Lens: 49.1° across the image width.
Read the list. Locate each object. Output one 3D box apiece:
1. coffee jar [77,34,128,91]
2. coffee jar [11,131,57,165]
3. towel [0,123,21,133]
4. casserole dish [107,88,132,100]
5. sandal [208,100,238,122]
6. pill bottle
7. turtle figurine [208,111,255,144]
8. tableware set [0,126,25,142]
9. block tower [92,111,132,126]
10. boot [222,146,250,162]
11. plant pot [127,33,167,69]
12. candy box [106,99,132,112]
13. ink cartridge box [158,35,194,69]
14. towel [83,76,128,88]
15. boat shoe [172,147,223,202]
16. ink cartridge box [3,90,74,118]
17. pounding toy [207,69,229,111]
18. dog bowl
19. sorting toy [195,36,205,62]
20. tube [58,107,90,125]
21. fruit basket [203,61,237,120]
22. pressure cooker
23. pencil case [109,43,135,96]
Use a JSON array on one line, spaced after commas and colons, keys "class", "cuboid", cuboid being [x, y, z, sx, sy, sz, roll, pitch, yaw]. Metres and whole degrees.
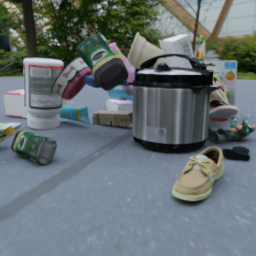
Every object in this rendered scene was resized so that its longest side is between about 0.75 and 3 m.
[{"class": "coffee jar", "cuboid": [-0.753, -1.933, 8.240, 0.980, 0.802, 1.880, -33, 51, 2]}, {"class": "coffee jar", "cuboid": [-2.601, 0.504, 7.642, 1.380, 0.720, 0.589, 13, -10, 39]}, {"class": "towel", "cuboid": [-5.043, 0.040, 10.745, 1.534, 0.235, 1.144, -2, 12, 0]}, {"class": "casserole dish", "cuboid": [0.121, -1.818, 15.032, 2.701, 0.524, 1.636, 5, 12, 17]}, {"class": "sandal", "cuboid": [3.111, -0.650, 9.479, 0.875, 0.654, 2.283, 9, -8, -3]}, {"class": "pill bottle", "cuboid": [-3.343, -1.357, 11.088, 1.482, 2.602, 1.482, 5, 17, -1]}, {"class": "turtle figurine", "cuboid": [3.629, 0.019, 9.382, 1.736, 0.874, 1.299, -17, 1, -5]}, {"class": "tableware set", "cuboid": [-3.920, 0.451, 7.665, 1.386, 0.316, 2.058, -25, 12, 33]}, {"class": "block tower", "cuboid": [-0.622, -0.402, 11.466, 1.873, 0.506, 0.542, 3, 18, 32]}, {"class": "boot", "cuboid": [3.016, 0.678, 7.856, 0.803, 0.297, 0.658, 11, 18, 14]}, {"class": "plant pot", "cuboid": [1.128, -3.031, 14.193, 2.506, 2.737, 2.737, 20, 13, -4]}, {"class": "candy box", "cuboid": [-0.171, -1.093, 14.394, 1.413, 0.602, 1.684, -6, 16, -23]}, {"class": "ink cartridge box", "cuboid": [2.038, -2.482, 11.119, 0.702, 2.255, 2.803, -19, 18, 4]}, {"class": "towel", "cuboid": [-0.731, -1.574, 9.361, 1.407, 0.341, 0.785, -15, 28, -37]}, {"class": "boat shoe", "cuboid": [1.538, 0.915, 6.045, 0.773, 0.693, 2.088, 8, 16, 29]}, {"class": "ink cartridge box", "cuboid": [-4.382, -1.315, 14.065, 2.094, 1.183, 2.858, 6, 15, 22]}, {"class": "pounding toy", "cuboid": [3.244, -1.373, 11.835, 1.570, 1.575, 2.745, 33, 36, -31]}, {"class": "dog bowl", "cuboid": [-1.910, -1.625, 9.725, 0.590, 1.600, 1.600, 38, 18, 0]}, {"class": "sorting toy", "cuboid": [2.670, -2.863, 10.510, 0.167, 1.135, 0.839, 8, -23, -7]}, {"class": "tube", "cuboid": [-2.249, -0.576, 11.696, 1.925, 0.745, 0.485, 8, 27, 41]}, {"class": "fruit basket", "cuboid": [3.710, -1.746, 12.897, 2.448, 2.643, 1.239, 12, 32, 38]}, {"class": "pressure cooker", "cuboid": [1.370, -0.874, 8.835, 2.496, 2.838, 2.535, -3, 14, -11]}, {"class": "pencil case", "cuboid": [-0.265, -2.140, 10.241, 0.858, 1.963, 0.858, -35, 14, 10]}]
